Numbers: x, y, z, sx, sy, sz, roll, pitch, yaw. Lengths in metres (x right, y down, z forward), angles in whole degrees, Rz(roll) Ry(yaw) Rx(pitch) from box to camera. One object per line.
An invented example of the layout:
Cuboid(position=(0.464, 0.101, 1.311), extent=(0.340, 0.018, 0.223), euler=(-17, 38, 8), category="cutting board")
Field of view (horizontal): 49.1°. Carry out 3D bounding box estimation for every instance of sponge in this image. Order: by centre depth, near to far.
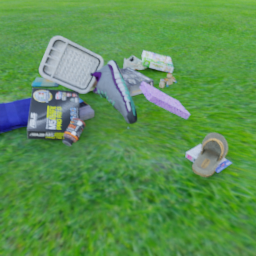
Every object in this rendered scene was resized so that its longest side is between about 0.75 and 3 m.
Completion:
Cuboid(position=(1.309, -0.972, 10.080), extent=(1.846, 0.275, 1.030), euler=(24, 24, -31), category="sponge")

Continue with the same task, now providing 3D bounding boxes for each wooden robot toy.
Cuboid(position=(2.026, -2.556, 14.513), extent=(1.332, 0.604, 0.587), euler=(-27, 42, -36), category="wooden robot toy")

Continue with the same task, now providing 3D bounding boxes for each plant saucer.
Cuboid(position=(-1.995, -2.646, 14.338), extent=(2.309, 0.398, 2.309), euler=(-13, 33, 8), category="plant saucer")

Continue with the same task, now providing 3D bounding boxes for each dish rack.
Cuboid(position=(-2.383, -2.658, 11.830), extent=(2.289, 1.965, 0.498), euler=(23, 30, -20), category="dish rack")

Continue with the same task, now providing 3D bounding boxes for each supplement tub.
Cuboid(position=(-1.869, 0.156, 9.555), extent=(0.498, 0.498, 0.932), euler=(14, 62, 21), category="supplement tub")

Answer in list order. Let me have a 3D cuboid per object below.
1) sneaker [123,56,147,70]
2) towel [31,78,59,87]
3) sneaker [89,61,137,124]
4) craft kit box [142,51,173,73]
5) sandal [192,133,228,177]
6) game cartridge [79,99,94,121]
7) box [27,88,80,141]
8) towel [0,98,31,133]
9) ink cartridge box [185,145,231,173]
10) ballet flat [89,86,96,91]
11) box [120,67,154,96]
Cuboid(position=(0.491, -3.784, 16.200), extent=(1.786, 0.822, 0.676), euler=(-21, 37, -34), category="sneaker")
Cuboid(position=(-4.255, -2.374, 14.672), extent=(1.360, 0.148, 0.997), euler=(2, 33, 0), category="towel")
Cuboid(position=(-0.578, -1.182, 10.584), extent=(1.261, 1.072, 2.881), euler=(-23, 58, 6), category="sneaker")
Cuboid(position=(1.694, -3.892, 16.442), extent=(1.745, 0.429, 1.767), euler=(10, 32, -6), category="craft kit box")
Cuboid(position=(2.663, 0.728, 8.969), extent=(0.868, 0.584, 2.162), euler=(17, 37, 25), category="sandal")
Cuboid(position=(-2.717, -0.893, 12.130), extent=(1.584, 0.469, 2.443), euler=(-26, 41, -28), category="game cartridge")
Cuboid(position=(-2.792, -0.546, 10.681), extent=(1.838, 0.508, 2.294), euler=(4, 46, -16), category="box")
Cuboid(position=(-4.838, -0.429, 11.250), extent=(2.684, 0.665, 1.982), euler=(-14, 31, -23), category="towel")
Cuboid(position=(2.629, 1.054, 9.226), extent=(0.767, 0.270, 1.286), euler=(-23, 37, -32), category="ink cartridge box")
Cuboid(position=(-1.773, -2.135, 14.140), extent=(0.404, 0.402, 1.204), euler=(37, 47, 14), category="ballet flat")
Cuboid(position=(-0.081, -2.347, 14.229), extent=(1.786, 0.545, 2.256), euler=(-21, 38, -29), category="box")
